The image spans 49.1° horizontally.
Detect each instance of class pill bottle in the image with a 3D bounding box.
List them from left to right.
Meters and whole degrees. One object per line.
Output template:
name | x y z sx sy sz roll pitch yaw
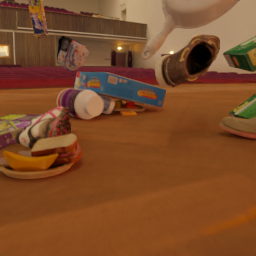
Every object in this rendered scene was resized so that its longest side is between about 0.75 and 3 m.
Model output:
pill bottle | -1.703 -0.865 10.009 1.021 1.021 1.816 -11 16 -41

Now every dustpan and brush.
dustpan and brush | 1.219 -2.804 6.482 2.000 2.866 0.820 46 10 20

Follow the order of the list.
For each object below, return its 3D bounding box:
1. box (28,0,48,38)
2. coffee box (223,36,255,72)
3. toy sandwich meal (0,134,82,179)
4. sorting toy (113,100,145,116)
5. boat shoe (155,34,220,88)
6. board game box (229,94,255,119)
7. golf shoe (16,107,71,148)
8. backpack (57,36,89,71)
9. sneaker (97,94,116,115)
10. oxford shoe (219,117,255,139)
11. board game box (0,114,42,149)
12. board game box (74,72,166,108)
box | -2.711 -3.336 8.426 0.373 1.161 0.407 -9 11 -5
coffee box | 3.400 -2.028 7.151 1.448 0.518 2.355 -27 10 12
toy sandwich meal | -1.585 0.462 5.067 1.496 0.512 1.496 0 12 0
sorting toy | -0.332 -0.953 11.860 1.665 0.403 2.956 -5 14 -25
boat shoe | 1.903 -1.935 7.670 0.873 1.054 2.934 1 27 45
board game box | 4.800 -1.059 9.360 2.588 0.304 1.356 -36 18 -1
golf shoe | -1.962 -0.069 6.855 1.015 0.800 2.203 0 12 -1
backpack | -2.028 -2.632 10.219 0.858 1.061 1.113 34 14 29
sneaker | -1.356 -1.069 11.073 2.054 0.778 0.791 10 -13 47
oxford shoe | 3.604 -0.176 7.082 2.455 0.906 0.869 6 14 25
board game box | -3.307 0.018 7.538 1.589 0.428 2.648 -1 12 15
board game box | -0.415 -1.642 11.867 2.866 0.801 2.806 10 4 -33
